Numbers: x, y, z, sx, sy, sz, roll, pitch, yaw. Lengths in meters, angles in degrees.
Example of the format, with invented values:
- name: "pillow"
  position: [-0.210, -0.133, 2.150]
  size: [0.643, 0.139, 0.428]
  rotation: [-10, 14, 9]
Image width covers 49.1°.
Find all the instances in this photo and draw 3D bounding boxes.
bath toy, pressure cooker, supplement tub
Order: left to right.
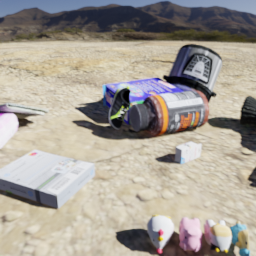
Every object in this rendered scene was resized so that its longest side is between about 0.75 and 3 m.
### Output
- name: "supplement tub"
  position: [1.455, -0.524, 10.181]
  size: [2.727, 1.458, 1.458]
  rotation: [-9, 24, -21]
- name: "pressure cooker"
  position: [3.084, -2.353, 13.356]
  size: [2.308, 2.584, 2.272]
  rotation: [26, -5, -40]
- name: "bath toy"
  position: [1.223, 1.986, 5.100]
  size: [1.783, 0.775, 0.659]
  rotation: [3, 58, 7]

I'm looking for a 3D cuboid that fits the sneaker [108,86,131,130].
- name: "sneaker"
  position: [-0.274, -0.765, 10.310]
  size: [0.601, 1.675, 0.693]
  rotation: [15, -12, -38]

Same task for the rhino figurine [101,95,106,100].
- name: "rhino figurine"
  position: [-1.058, -1.561, 14.299]
  size: [0.390, 0.267, 0.892]
  rotation: [17, 29, 36]

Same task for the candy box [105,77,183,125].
- name: "candy box"
  position: [0.731, -1.264, 12.263]
  size: [2.812, 1.083, 2.377]
  rotation: [-13, 31, -23]

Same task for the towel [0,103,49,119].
- name: "towel"
  position: [-4.248, -0.577, 10.673]
  size: [1.785, 0.320, 1.854]
  rotation: [-7, -8, 36]

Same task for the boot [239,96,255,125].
- name: "boot"
  position: [5.122, -0.312, 9.945]
  size: [2.245, 1.130, 3.003]
  rotation: [17, 16, 21]

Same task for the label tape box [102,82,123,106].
- name: "label tape box"
  position: [-0.454, -1.580, 13.282]
  size: [1.459, 1.045, 0.482]
  rotation: [-12, 24, -28]

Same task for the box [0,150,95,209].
- name: "box"
  position: [-2.144, 1.220, 7.217]
  size: [2.044, 0.421, 1.594]
  rotation: [10, 24, 22]

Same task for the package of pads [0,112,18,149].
- name: "package of pads"
  position: [-4.683, 0.210, 9.088]
  size: [1.415, 0.888, 2.348]
  rotation: [2, 22, -2]

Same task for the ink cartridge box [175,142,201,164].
- name: "ink cartridge box"
  position: [1.795, 0.721, 8.375]
  size: [0.817, 0.470, 0.277]
  rotation: [-14, 26, -31]
